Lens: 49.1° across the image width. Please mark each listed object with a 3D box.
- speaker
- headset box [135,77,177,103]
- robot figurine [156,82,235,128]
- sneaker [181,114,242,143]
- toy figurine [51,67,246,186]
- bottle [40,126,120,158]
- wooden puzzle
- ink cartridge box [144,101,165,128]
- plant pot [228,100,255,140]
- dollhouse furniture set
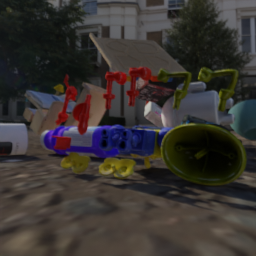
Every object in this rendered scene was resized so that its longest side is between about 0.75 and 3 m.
[{"bbox_3d":[-3.032,0.246,5.807,1.746,0.709,0.709,1,0,-36],"label":"speaker"},{"bbox_3d":[0.803,-1.286,8.676,1.001,0.505,1.347,10,-17,-22],"label":"headset box"},{"bbox_3d":[2.006,-0.396,8.496,2.283,1.936,1.289,-4,4,23],"label":"robot figurine"},{"bbox_3d":[1.509,0.276,5.697,0.997,0.891,2.433,15,8,5],"label":"sneaker"},{"bbox_3d":[0.394,0.003,3.918,2.539,1.339,1.521,1,-5,31],"label":"toy figurine"},{"bbox_3d":[-1.077,0.280,6.028,1.938,0.633,0.810,0,-1,34],"label":"bottle"},{"bbox_3d":[0.239,-1.788,7.426,2.232,0.517,2.068,-1,39,-27],"label":"wooden puzzle"},{"bbox_3d":[1.402,-0.376,10.278,1.755,0.382,1.523,35,29,-14],"label":"ink cartridge box"},{"bbox_3d":[5.918,-0.201,13.506,1.961,1.321,1.961,3,-41,2],"label":"plant pot"},{"bbox_3d":[-2.090,-1.011,8.362,2.424,1.582,2.289,38,16,31],"label":"dollhouse furniture set"}]
